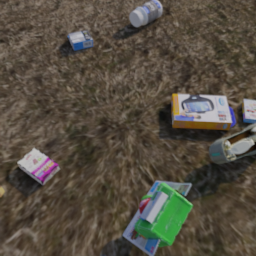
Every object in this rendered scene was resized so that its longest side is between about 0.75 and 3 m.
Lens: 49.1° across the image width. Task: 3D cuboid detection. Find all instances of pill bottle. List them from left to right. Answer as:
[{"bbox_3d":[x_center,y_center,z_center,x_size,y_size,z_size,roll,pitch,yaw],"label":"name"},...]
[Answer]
[{"bbox_3d":[0.822,-5.343,13.123,1.486,0.846,0.846,-38,60,-26],"label":"pill bottle"}]

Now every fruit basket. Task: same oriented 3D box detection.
[{"bbox_3d":[0.553,1.882,6.349,0.839,1.789,1.657,40,72,-16],"label":"fruit basket"}]

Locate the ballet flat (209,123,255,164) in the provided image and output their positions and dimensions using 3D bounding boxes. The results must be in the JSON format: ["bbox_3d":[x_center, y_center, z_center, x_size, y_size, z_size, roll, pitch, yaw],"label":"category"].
[{"bbox_3d":[3.527,0.424,8.137,2.529,0.805,0.852,-19,86,-20],"label":"ballet flat"}]

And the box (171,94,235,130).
[{"bbox_3d":[2.520,-0.543,9.374,2.096,0.435,1.248,1,50,3],"label":"box"}]

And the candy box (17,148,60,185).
[{"bbox_3d":[-2.576,1.101,8.061,0.997,0.304,0.680,30,56,23],"label":"candy box"}]

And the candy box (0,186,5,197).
[{"bbox_3d":[-4.393,1.681,7.445,1.808,0.510,1.055,19,53,17],"label":"candy box"}]

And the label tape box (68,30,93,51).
[{"bbox_3d":[-2.119,-3.931,12.232,0.863,0.398,1.205,-17,54,-14],"label":"label tape box"}]

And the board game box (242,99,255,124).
[{"bbox_3d":[4.285,-0.550,9.523,0.720,0.190,0.942,9,51,7],"label":"board game box"}]
